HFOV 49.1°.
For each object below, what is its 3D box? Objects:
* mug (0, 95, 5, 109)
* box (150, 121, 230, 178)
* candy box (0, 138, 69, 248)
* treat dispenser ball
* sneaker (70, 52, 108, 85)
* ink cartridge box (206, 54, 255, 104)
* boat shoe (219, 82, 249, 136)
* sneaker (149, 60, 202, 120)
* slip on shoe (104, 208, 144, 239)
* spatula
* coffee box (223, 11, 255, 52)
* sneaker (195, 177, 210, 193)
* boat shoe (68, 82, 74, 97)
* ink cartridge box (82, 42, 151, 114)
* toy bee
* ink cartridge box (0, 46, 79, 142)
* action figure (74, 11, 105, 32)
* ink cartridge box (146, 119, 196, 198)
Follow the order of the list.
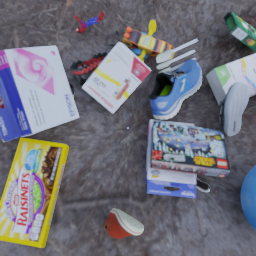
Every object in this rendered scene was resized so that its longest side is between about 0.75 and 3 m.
[{"bbox_3d":[-3.644,-0.641,7.829,1.679,1.490,1.120,13,86,3],"label":"mug"},{"bbox_3d":[1.561,0.533,7.307,1.944,0.388,1.331,8,49,-2],"label":"box"},{"bbox_3d":[-2.623,1.677,7.615,1.407,0.364,2.753,8,70,5],"label":"candy box"},{"bbox_3d":[3.825,1.715,6.661,2.129,2.129,2.129,0,70,0],"label":"treat dispenser ball"},{"bbox_3d":[-0.996,-1.828,8.760,1.617,0.790,0.571,-26,46,-24],"label":"sneaker"},{"bbox_3d":[3.560,-1.508,8.493,1.986,0.668,1.163,-22,85,-10],"label":"ink cartridge box"},{"bbox_3d":[2.747,-0.544,7.629,0.652,1.808,0.641,-21,46,-13],"label":"boat shoe"},{"bbox_3d":[1.400,-1.314,8.150,0.904,1.026,2.302,12,53,41],"label":"sneaker"},{"bbox_3d":[-0.160,2.292,6.515,0.751,2.028,0.621,34,72,-4],"label":"slip on shoe"},{"bbox_3d":[1.509,-2.127,8.614,1.510,1.050,0.121,-26,55,-11],"label":"spatula"},{"bbox_3d":[3.741,-2.963,8.836,1.530,0.336,0.941,22,45,-25],"label":"coffee box"},{"bbox_3d":[1.867,1.535,7.735,0.852,0.361,0.310,33,79,34],"label":"sneaker"},{"bbox_3d":[-2.250,-1.485,8.677,1.483,0.420,0.509,35,56,7],"label":"boat shoe"},{"bbox_3d":[-0.325,-1.408,7.989,1.193,0.686,1.644,40,106,-7],"label":"ink cartridge box"},{"bbox_3d":[0.309,-2.559,8.607,2.252,1.224,1.474,-2,86,9],"label":"toy bee"},{"bbox_3d":[-2.545,-0.992,7.432,2.233,0.484,2.192,-26,103,-47],"label":"ink cartridge box"},{"bbox_3d":[-1.388,-3.574,9.249,1.146,0.567,0.374,-22,40,33],"label":"action figure"},{"bbox_3d":[1.167,0.838,7.690,1.309,0.460,2.193,6,58,-2],"label":"ink cartridge box"}]
